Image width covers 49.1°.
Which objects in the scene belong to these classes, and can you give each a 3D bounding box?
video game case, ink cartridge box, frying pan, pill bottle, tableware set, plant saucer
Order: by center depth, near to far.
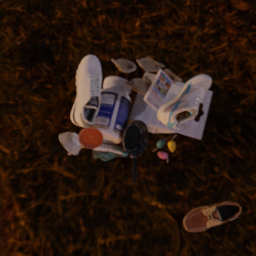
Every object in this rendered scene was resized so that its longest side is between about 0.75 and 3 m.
[{"bbox_3d":[-1.192,0.319,8.972,0.799,0.799,0.129,-3,32,-1],"label":"plant saucer"},{"bbox_3d":[0.988,-1.195,9.010,0.100,0.796,1.112,23,82,44],"label":"video game case"},{"bbox_3d":[0.347,0.807,10.790,0.376,2.313,1.399,10,31,43],"label":"frying pan"},{"bbox_3d":[-0.663,-0.701,10.994,1.398,1.398,2.416,12,72,5],"label":"pill bottle"},{"bbox_3d":[0.757,-2.230,11.419,2.730,0.317,2.280,-20,53,-36],"label":"tableware set"},{"bbox_3d":[1.721,-0.825,11.589,2.940,0.839,2.389,19,67,3],"label":"ink cartridge box"}]

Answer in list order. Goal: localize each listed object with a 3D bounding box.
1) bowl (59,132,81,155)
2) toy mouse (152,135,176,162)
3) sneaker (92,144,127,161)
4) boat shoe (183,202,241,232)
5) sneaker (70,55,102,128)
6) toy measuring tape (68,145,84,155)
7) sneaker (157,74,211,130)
[{"bbox_3d":[-2.101,0.491,10.627,0.470,1.002,1.002,-40,72,10],"label":"bowl"},{"bbox_3d":[1.235,0.748,10.130,0.965,0.210,1.085,-10,60,36],"label":"toy mouse"},{"bbox_3d":[-0.752,1.013,10.967,1.437,0.558,0.656,11,111,2],"label":"sneaker"},{"bbox_3d":[3.008,3.108,9.992,2.187,0.785,0.828,-19,70,-7],"label":"boat shoe"},{"bbox_3d":[-1.322,-1.317,10.016,1.012,1.066,2.649,7,89,-29],"label":"sneaker"},{"bbox_3d":[-1.568,0.468,9.424,1.205,0.443,0.443,-30,71,4],"label":"toy measuring tape"},{"bbox_3d":[2.083,-0.858,9.516,2.285,0.874,0.923,-44,49,-4],"label":"sneaker"}]
